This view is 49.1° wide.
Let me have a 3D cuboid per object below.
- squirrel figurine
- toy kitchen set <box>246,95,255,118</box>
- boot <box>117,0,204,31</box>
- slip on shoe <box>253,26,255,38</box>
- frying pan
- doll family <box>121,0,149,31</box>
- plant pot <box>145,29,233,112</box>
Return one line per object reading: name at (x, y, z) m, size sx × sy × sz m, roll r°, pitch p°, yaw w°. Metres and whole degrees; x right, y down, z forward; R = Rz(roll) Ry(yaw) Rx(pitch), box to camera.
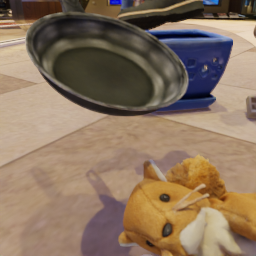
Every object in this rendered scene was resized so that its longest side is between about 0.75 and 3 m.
squirrel figurine at (0.877, 1.092, 3.166) m, size 1.927 × 1.461 × 2.064 m, roll 15°, pitch 4°, yaw -3°
toy kitchen set at (4.028, -0.534, 7.237) m, size 1.359 × 1.506 × 1.229 m, roll 2°, pitch 67°, yaw 5°
boot at (0.405, -2.162, 4.464) m, size 1.434 × 0.992 × 0.555 m, roll -16°, pitch 1°, yaw -16°
slip on shoe at (4.157, -3.037, 6.869) m, size 2.588 × 0.984 × 0.784 m, roll -44°, pitch 9°, yaw -10°
frying pan at (-0.618, -1.035, 3.124) m, size 2.815 × 0.458 × 1.703 m, roll 37°, pitch 44°, yaw 16°
doll family at (0.094, -3.718, 7.584) m, size 1.132 × 1.559 × 2.512 m, roll 9°, pitch 7°, yaw 5°
plant pot at (1.452, -1.816, 8.705) m, size 2.398 × 2.156 × 2.398 m, roll -5°, pitch 26°, yaw -12°
